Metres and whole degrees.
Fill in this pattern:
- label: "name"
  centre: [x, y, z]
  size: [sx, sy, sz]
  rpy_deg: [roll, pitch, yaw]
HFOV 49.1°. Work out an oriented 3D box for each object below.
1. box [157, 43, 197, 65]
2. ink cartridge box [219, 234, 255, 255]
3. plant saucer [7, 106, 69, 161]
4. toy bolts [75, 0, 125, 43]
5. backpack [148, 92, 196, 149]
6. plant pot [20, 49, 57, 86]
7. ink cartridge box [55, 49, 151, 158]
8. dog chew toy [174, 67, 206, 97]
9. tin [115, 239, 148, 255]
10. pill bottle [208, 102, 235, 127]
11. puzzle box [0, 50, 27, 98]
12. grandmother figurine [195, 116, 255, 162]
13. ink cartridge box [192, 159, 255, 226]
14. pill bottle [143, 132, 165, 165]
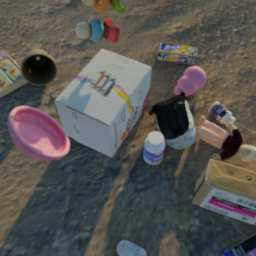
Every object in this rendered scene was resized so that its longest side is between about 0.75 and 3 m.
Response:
- label: "box"
  centre: [2.216, -3.353, 12.665]
  size: [1.718, 0.552, 0.602]
  rpy_deg: [9, 57, 6]
- label: "ink cartridge box"
  centre: [3.402, 3.690, 8.130]
  size: [1.411, 0.262, 0.668]
  rpy_deg: [-24, 59, -12]
- label: "plant saucer"
  centre: [-2.370, 0.200, 7.340]
  size: [0.444, 1.752, 1.752]
  rpy_deg: [-45, 58, 20]
- label: "toy bolts"
  centre: [-1.071, -3.865, 9.147]
  size: [1.392, 2.006, 1.917]
  rpy_deg: [-10, 44, -25]
- label: "backpack"
  centre: [1.725, -0.180, 10.057]
  size: [1.542, 1.169, 1.847]
  rpy_deg: [-28, 47, 21]
- label: "plant pot"
  centre: [-3.787, -2.719, 11.875]
  size: [1.434, 1.434, 1.245]
  rpy_deg: [-13, 41, -9]
- label: "ink cartridge box"
  centre: [-0.776, -0.889, 10.049]
  size: [2.113, 2.123, 2.921]
  rpy_deg: [25, 60, 16]
- label: "dog chew toy"
  centre: [2.469, -1.794, 11.436]
  size: [0.957, 0.957, 1.537]
  rpy_deg: [38, 72, 22]
- label: "tin"
  centre: [0.091, 3.647, 8.183]
  size: [1.015, 0.212, 0.568]
  rpy_deg: [22, 63, 14]
- label: "pill bottle"
  centre: [3.613, -0.505, 10.758]
  size: [0.540, 0.540, 0.973]
  rpy_deg: [-31, 62, -19]
- label: "puzzle box"
  centre: [-5.507, -2.386, 12.171]
  size: [1.522, 0.291, 2.287]
  rpy_deg: [-38, 64, -23]
- label: "grandmother figurine"
  centre: [3.389, 0.509, 9.788]
  size: [2.280, 1.383, 0.691]
  rpy_deg: [30, 19, 30]
- label: "ink cartridge box"
  centre: [3.224, 1.973, 8.293]
  size: [2.261, 1.862, 0.849]
  rpy_deg: [16, 58, 11]
- label: "pill bottle"
  centre: [0.885, 0.679, 9.526]
  size: [0.703, 1.255, 0.703]
  rpy_deg: [0, 56, 0]
